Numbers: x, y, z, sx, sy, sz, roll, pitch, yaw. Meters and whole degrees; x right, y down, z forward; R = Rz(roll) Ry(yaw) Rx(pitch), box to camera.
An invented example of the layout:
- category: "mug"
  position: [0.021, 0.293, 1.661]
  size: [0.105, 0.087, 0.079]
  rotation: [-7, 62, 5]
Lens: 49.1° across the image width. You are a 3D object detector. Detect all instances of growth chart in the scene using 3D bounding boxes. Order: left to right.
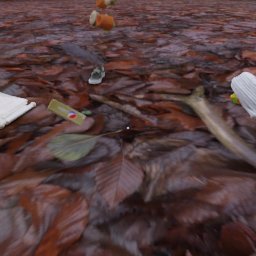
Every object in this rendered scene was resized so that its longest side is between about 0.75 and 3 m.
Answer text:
- category: "growth chart"
  position: [-4.856, -0.762, 10.053]
  size: [2.883, 0.256, 2.087]
  rotation: [16, 34, 25]

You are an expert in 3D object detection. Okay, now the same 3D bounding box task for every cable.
- category: "cable"
  position: [2.979, -0.635, 6.310]
  size: [1.526, 0.529, 1.527]
  rotation: [9, 44, -46]

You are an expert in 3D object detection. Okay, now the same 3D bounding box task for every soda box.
- category: "soda box"
  position: [-1.355, -0.332, 6.167]
  size: [0.802, 0.257, 0.272]
  rotation: [28, -10, -14]

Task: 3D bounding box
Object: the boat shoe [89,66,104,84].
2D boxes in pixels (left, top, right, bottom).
- category: "boat shoe"
  position: [-1.429, -2.409, 12.663]
  size: [0.517, 0.466, 1.462]
  rotation: [5, 31, 8]

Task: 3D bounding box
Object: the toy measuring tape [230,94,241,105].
- category: "toy measuring tape"
  position: [4.498, -1.049, 10.319]
  size: [1.408, 0.518, 0.518]
  rotation: [19, 35, 29]

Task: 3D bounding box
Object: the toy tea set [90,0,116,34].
- category: "toy tea set"
  position: [-0.767, -4.922, 11.390]
  size: [0.767, 2.073, 1.233]
  rotation: [7, 34, -37]
